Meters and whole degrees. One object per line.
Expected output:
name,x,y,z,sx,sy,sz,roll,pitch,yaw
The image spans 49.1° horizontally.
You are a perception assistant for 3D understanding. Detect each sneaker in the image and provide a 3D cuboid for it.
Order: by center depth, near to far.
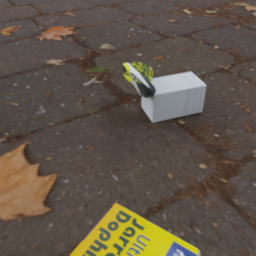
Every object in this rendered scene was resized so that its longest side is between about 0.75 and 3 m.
sneaker,0.573,-2.033,10.864,1.018,0.896,2.405,-22,43,-11

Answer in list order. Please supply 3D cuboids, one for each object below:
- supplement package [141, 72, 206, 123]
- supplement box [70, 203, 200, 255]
supplement package,1.822,-1.296,11.591,2.280,1.333,1.338,-12,39,-14
supplement box,-0.013,3.044,4.764,1.596,2.914,1.586,22,42,26
